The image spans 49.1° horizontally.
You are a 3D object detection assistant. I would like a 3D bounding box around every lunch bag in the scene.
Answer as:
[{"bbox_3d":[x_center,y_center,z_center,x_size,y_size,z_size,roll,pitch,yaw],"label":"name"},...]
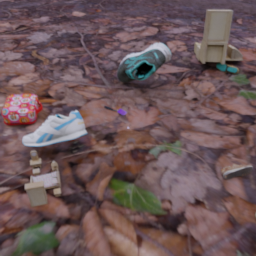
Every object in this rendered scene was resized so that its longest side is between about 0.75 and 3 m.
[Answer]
[{"bbox_3d":[-3.579,-0.671,9.635,1.239,0.576,1.407,-5,36,-6],"label":"lunch bag"}]

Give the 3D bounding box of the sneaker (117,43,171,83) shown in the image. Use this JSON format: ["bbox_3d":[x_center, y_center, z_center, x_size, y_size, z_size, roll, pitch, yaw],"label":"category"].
[{"bbox_3d":[0.346,-2.254,10.622,2.655,1.030,1.211,-21,30,49],"label":"sneaker"}]

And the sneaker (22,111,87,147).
[{"bbox_3d":[-2.099,0.059,7.825,1.906,0.770,0.729,-14,4,12],"label":"sneaker"}]

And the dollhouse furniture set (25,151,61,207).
[{"bbox_3d":[-2.140,1.167,7.079,0.743,0.634,1.433,-9,37,-12],"label":"dollhouse furniture set"}]

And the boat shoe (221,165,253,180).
[{"bbox_3d":[2.878,1.101,7.438,0.883,0.334,0.317,-8,35,-13],"label":"boat shoe"}]

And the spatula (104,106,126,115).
[{"bbox_3d":[-0.486,-0.640,10.013,0.876,0.090,0.247,17,39,22],"label":"spatula"}]

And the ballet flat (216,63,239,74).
[{"bbox_3d":[4.481,-2.672,12.630,1.053,0.372,0.372,26,44,33],"label":"ballet flat"}]

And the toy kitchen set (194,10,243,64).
[{"bbox_3d":[4.377,-4.301,12.992,2.058,2.276,2.523,2,27,3],"label":"toy kitchen set"}]
